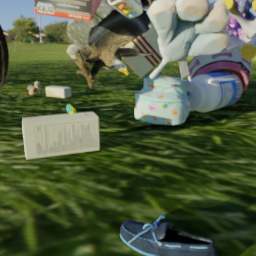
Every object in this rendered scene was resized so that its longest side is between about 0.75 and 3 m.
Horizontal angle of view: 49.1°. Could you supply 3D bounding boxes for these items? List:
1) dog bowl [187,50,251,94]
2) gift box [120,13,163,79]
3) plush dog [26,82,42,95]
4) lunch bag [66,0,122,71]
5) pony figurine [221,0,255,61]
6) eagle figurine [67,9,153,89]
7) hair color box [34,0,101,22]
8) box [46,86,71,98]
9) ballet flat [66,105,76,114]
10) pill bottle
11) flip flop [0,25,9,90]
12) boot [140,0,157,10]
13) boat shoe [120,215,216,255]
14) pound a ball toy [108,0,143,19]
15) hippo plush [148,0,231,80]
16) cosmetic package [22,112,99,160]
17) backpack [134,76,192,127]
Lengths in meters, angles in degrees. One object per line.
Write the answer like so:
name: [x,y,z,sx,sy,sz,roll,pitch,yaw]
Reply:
dog bowl: [3.865,-2.123,11.915,2.677,2.677,0.987,2,58,6]
gift box: [0.250,-2.689,9.213,1.802,1.683,1.663,-42,15,5]
plush dog: [-4.816,-1.900,14.360,0.827,0.664,0.711,-24,20,28]
lunch bag: [-0.872,-3.777,10.716,2.465,2.067,1.717,38,-12,-10]
pony figurine: [3.561,-2.738,7.883,2.428,2.814,2.915,-26,-18,31]
eagle figurine: [-0.353,-1.751,6.420,1.834,1.384,1.391,-45,19,-15]
hair color box: [-1.143,-2.770,5.761,1.068,0.616,1.927,7,32,-3]
box: [-3.466,-1.795,13.943,1.189,0.462,0.565,10,19,29]
ballet flat: [-2.153,-0.668,10.695,0.279,0.278,0.831,16,11,-27]
pill bottle: [3.196,-1.405,10.978,2.605,1.462,1.462,-15,22,-39]
flip flop: [-3.197,-1.915,5.883,0.830,2.884,1.170,-1,37,-3]
boot: [1.172,-4.653,10.356,1.809,0.722,1.989,21,27,16]
boat shoe: [0.498,1.375,3.586,1.276,0.438,0.537,7,18,23]
pound a ball toy: [0.028,-2.347,5.135,0.596,0.389,0.915,-14,-4,24]
hippo plush: [1.118,-1.993,5.167,1.401,1.759,1.414,3,56,9]
cosmetic package: [-1.617,0.157,6.814,1.746,0.918,0.621,-4,16,-19]
backpack: [1.128,-0.872,9.130,1.822,1.589,2.073,11,25,15]
